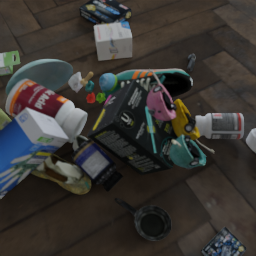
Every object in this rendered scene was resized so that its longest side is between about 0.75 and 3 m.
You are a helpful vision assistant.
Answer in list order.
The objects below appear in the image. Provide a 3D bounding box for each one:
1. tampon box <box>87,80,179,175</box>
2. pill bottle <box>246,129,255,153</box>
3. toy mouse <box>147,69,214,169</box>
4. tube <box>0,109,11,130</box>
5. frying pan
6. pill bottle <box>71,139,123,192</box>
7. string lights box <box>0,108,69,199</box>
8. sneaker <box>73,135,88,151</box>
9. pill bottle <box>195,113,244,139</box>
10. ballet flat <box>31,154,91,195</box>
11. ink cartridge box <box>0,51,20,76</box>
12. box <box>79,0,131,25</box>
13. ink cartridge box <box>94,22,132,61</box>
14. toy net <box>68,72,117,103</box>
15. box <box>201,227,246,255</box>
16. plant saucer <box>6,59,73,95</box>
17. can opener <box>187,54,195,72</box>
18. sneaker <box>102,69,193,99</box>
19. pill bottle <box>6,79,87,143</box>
[{"bbox_3d":[0.253,0.057,7.417,1.990,1.257,1.492,39,55,-20],"label":"tampon box"},{"bbox_3d":[4.479,-0.481,7.213,1.681,2.902,1.681,19,27,-10],"label":"pill bottle"},{"bbox_3d":[1.014,0.030,6.284,2.804,0.543,2.492,57,24,-8],"label":"toy mouse"},{"bbox_3d":[-3.949,-0.481,8.101,0.431,1.662,0.482,-33,51,-5],"label":"tube"},{"bbox_3d":[0.322,2.332,7.020,1.518,0.247,0.918,9,46,4],"label":"frying pan"},{"bbox_3d":[-0.784,0.984,7.251,1.312,0.734,0.734,45,66,5],"label":"pill bottle"},{"bbox_3d":[-2.916,0.789,6.797,2.710,1.393,0.799,-41,76,4],"label":"string lights box"},{"bbox_3d":[-1.025,0.806,7.918,1.594,0.564,0.582,35,63,21],"label":"sneaker"},{"bbox_3d":[2.677,-0.059,8.306,1.314,0.761,0.761,1,56,10],"label":"pill bottle"},{"bbox_3d":[-2.010,1.071,7.641,2.252,0.796,0.796,24,60,15],"label":"ballet flat"},{"bbox_3d":[-4.566,-2.271,10.055,1.386,0.411,0.719,-14,58,-9],"label":"ink cartridge box"},{"bbox_3d":[-0.949,-4.859,11.777,1.751,0.403,1.392,37,64,22],"label":"box"},{"bbox_3d":[-0.556,-3.191,10.353,1.285,0.929,0.946,-8,57,-5],"label":"ink cartridge box"},{"bbox_3d":[-1.223,-1.279,8.928,1.956,0.378,1.026,10,85,42],"label":"toy net"},{"bbox_3d":[2.297,2.928,6.729,0.853,0.196,0.678,-35,63,-21],"label":"box"},{"bbox_3d":[-2.701,-1.542,8.441,2.074,2.074,0.399,-25,79,-16],"label":"plant saucer"},{"bbox_3d":[2.295,-2.403,10.311,0.278,0.222,0.833,-2,50,39],"label":"can opener"},{"bbox_3d":[0.595,-1.319,8.740,2.853,1.018,1.140,-10,17,-1],"label":"sneaker"},{"bbox_3d":[-2.345,-0.467,8.224,2.082,1.189,1.189,27,60,1],"label":"pill bottle"}]
